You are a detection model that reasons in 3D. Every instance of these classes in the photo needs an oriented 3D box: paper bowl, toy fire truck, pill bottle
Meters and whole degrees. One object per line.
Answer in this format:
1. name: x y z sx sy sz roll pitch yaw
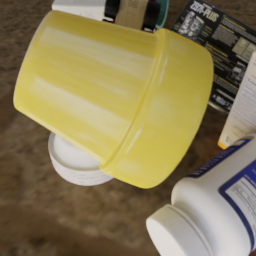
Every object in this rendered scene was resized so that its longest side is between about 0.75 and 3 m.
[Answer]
1. paper bowl: -0.921 0.319 6.647 1.893 0.984 1.893 1 46 -1
2. toy fire truck: 0.295 -3.103 8.129 1.833 2.507 2.849 13 5 -4
3. pill bottle: 1.771 1.409 5.123 2.741 1.641 1.641 -29 53 -22

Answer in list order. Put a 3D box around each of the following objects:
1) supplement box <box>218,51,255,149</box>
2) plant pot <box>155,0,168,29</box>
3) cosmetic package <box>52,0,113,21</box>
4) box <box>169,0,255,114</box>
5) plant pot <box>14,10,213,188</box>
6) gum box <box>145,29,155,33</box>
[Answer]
1. supplement box: 3.126 -0.595 5.956 1.756 2.786 1.024 -33 58 -23
2. plant pot: 0.177 -5.309 11.163 2.410 2.461 2.461 10 47 20
3. cosmetic package: -1.483 -3.964 10.194 2.034 1.677 1.678 2 46 0
4. box: 2.129 -1.840 7.355 2.457 2.012 1.058 33 9 8
5. plant pot: -0.386 -0.646 4.924 2.573 2.734 2.734 22 46 -11
6. gum box: 0.144 -3.289 9.882 0.704 1.208 2.128 31 54 26
